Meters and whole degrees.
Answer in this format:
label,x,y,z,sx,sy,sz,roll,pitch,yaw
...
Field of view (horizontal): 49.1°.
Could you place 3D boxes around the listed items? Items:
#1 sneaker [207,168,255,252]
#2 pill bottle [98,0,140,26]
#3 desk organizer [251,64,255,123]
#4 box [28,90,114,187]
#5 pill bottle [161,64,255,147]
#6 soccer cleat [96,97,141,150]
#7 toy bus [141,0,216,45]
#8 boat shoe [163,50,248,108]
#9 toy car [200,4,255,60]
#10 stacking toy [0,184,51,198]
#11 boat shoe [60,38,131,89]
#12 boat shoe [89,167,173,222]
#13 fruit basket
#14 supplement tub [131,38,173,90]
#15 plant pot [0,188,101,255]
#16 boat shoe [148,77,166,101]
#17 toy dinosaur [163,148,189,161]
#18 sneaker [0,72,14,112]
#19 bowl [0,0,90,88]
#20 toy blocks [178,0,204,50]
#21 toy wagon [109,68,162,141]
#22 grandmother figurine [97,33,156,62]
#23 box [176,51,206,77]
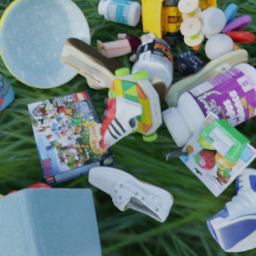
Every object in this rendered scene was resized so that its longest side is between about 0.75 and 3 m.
label,x,y,z,sx,sy,sz,roll,pitch,yaw
sneaker,2.676,1.655,6.179,2.311,0.934,1.335,-23,23,-9
pill bottle,-0.379,-4.839,11.619,1.643,0.910,0.910,19,53,15
desk organizer,4.340,-0.508,7.835,1.072,1.151,2.990,-20,53,-18
box,-1.630,0.159,7.700,1.762,0.486,2.579,-17,53,-14
pill bottle,2.227,-0.519,7.428,2.523,1.417,1.417,-28,53,3
soccer cleat,-0.243,-0.005,6.229,0.818,1.921,0.659,7,58,-10
toy bus,1.751,-4.583,11.091,2.609,1.770,2.505,-21,37,-20
boat shoe,2.458,-1.340,8.456,2.849,1.039,0.896,-29,71,-5
toy car,3.282,-3.084,9.191,1.530,1.786,2.041,-17,89,27
stacking toy,-2.914,1.928,5.978,2.739,1.169,1.169,-14,51,-20
boat shoe,-0.890,-1.734,8.970,2.842,0.923,1.025,34,32,0
boat shoe,-0.045,1.534,6.430,2.090,0.740,0.724,18,52,13
fruit basket,1.983,0.626,6.547,0.712,1.518,1.406,-2,44,-50
supplement tub,0.806,-2.040,8.963,1.234,1.234,2.014,5,41,4
plant pot,-1.562,2.283,4.184,2.112,2.107,2.152,-22,73,10
boat shoe,0.577,-0.963,7.676,0.679,1.883,0.612,-12,73,-7
toy dinosaur,1.097,0.641,6.820,0.940,0.223,0.414,-5,12,-43
sneaker,-4.482,-0.627,7.817,1.109,1.336,2.798,14,53,16
bowl,-2.821,-2.857,8.949,2.844,2.844,1.530,-30,42,-22
toy blocks,1.690,-2.508,7.154,0.484,1.333,1.111,-8,75,22
toy wagon,0.030,-0.669,7.545,0.457,1.793,2.311,-24,27,-28
grandmother figurine,0.027,-3.004,10.276,2.162,0.655,1.311,-18,78,-12
box,2.131,-2.089,9.538,0.512,0.590,0.965,-24,53,-17
